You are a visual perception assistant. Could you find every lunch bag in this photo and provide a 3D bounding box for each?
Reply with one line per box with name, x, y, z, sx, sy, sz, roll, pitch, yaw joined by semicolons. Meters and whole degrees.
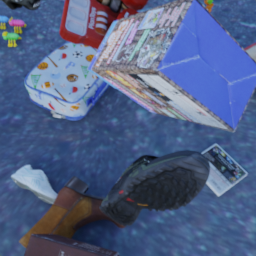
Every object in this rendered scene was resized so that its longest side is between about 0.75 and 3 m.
lunch bag;-1.784;-1.569;9.227;2.307;1.088;2.879;23;56;13

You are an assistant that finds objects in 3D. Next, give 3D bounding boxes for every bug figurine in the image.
bug figurine;-5.018;-3.951;11.286;1.571;0.521;2.025;4;54;2

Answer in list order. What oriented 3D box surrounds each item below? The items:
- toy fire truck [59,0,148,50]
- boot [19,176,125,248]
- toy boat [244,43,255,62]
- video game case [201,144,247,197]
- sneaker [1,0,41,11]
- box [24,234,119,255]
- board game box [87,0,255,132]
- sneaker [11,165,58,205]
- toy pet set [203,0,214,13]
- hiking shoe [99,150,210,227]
toy fire truck;-0.701;-3.191;7.686;2.139;1.428;2.547;15;65;-28
boot;-1.214;2.414;6.576;1.881;0.684;1.998;34;67;5
toy boat;3.803;-2.040;9.606;2.136;1.394;1.396;-28;28;-20
video game case;2.483;1.138;7.816;1.110;0.143;1.221;-29;58;-19
sneaker;-2.351;-3.824;7.084;2.810;1.373;0.993;-8;32;29
box;-1.158;2.976;5.512;1.645;1.351;1.365;13;71;8
board game box;0.795;-1.165;5.695;2.692;2.146;1.303;20;81;58
sneaker;-2.323;1.447;7.345;1.554;0.546;0.622;26;55;19
toy pet set;2.119;-3.959;10.371;1.158;2.036;2.181;31;59;11
hiking shoe;0.395;0.804;4.856;0.914;2.415;1.216;39;44;-15
